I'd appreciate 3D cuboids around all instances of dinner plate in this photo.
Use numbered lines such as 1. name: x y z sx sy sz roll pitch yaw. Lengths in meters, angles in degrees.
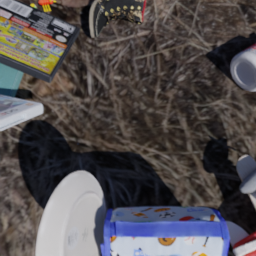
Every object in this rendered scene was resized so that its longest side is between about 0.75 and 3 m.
1. dinner plate: -0.799 1.809 4.816 0.256 2.113 2.113 -2 59 23

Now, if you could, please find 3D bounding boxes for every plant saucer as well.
1. plant saucer: -3.962 -1.381 8.733 1.005 0.273 2.875 18 63 -17

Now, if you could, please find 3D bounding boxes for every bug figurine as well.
1. bug figurine: -3.286 -4.320 10.580 1.352 0.449 1.743 -17 63 -9

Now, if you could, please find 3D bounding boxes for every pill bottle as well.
1. pill bottle: 4.528 -2.225 8.938 2.300 1.291 1.291 -32 66 -16

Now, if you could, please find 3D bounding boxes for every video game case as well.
1. video game case: -3.670 -0.354 6.106 2.617 0.301 2.385 12 23 19
2. video game case: -3.439 -3.040 9.285 2.956 0.377 2.672 22 54 -7

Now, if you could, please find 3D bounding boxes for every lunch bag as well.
1. lunch bag: 0.618 2.343 5.662 2.189 2.575 1.595 0 61 -1

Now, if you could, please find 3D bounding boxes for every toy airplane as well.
1. toy airplane: 3.562 2.158 6.058 2.898 2.045 2.885 21 61 16

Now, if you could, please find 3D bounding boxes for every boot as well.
1. boot: -0.370 -4.183 10.290 1.819 0.884 2.416 9 55 6
